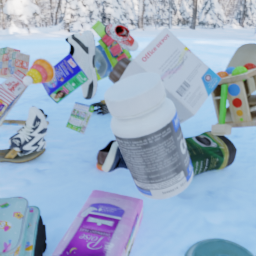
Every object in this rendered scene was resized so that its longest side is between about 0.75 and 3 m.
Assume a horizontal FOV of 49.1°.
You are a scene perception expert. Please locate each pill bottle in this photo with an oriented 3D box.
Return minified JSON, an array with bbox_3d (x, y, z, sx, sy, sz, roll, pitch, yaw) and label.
[{"bbox_3d":[0.468,0.188,6.103,1.433,2.519,1.433,-16,29,9],"label":"pill bottle"}]

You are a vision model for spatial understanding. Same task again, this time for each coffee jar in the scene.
[{"bbox_3d":[2.291,0.954,9.674,2.766,1.180,1.442,-11,33,-22],"label":"coffee jar"}]

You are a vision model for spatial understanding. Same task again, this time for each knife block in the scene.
[{"bbox_3d":[-1.199,-1.246,15.270,1.578,0.575,1.798,4,26,5],"label":"knife block"}]

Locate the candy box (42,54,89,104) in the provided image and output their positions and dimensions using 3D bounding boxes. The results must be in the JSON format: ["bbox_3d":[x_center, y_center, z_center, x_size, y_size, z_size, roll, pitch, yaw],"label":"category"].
[{"bbox_3d":[-2.430,-1.862,10.531,1.528,0.588,1.292,-38,53,3],"label":"candy box"}]

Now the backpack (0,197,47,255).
[{"bbox_3d":[-2.958,2.510,5.837,2.149,1.647,1.889,-9,31,-6],"label":"backpack"}]

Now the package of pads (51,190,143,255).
[{"bbox_3d":[-0.617,2.521,6.588,1.473,0.925,2.445,4,25,16],"label":"package of pads"}]

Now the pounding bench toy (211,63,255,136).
[{"bbox_3d":[3.300,-0.939,8.795,2.326,1.815,1.445,-25,13,-39],"label":"pounding bench toy"}]

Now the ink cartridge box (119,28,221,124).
[{"bbox_3d":[1.077,-1.290,7.762,1.516,2.067,1.509,-49,3,-24],"label":"ink cartridge box"}]

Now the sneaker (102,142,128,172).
[{"bbox_3d":[-0.071,0.805,7.275,0.828,0.735,1.961,27,11,6],"label":"sneaker"}]

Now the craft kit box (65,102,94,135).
[{"bbox_3d":[-1.444,-0.304,8.321,0.210,0.853,0.864,28,-7,-42],"label":"craft kit box"}]

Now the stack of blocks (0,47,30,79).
[{"bbox_3d":[-4.511,-2.506,10.772,1.897,1.092,0.556,7,1,43],"label":"stack of blocks"}]

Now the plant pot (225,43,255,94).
[{"bbox_3d":[6.863,-3.051,16.799,2.802,2.802,2.992,24,61,42],"label":"plant pot"}]

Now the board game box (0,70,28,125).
[{"bbox_3d":[-4.044,-0.416,8.469,0.570,2.464,1.866,38,25,-17],"label":"board game box"}]

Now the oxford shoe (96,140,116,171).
[{"bbox_3d":[-0.262,0.804,10.474,0.807,0.823,2.268,18,30,34],"label":"oxford shoe"}]

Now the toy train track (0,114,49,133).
[{"bbox_3d":[-4.944,-0.083,12.978,2.948,0.480,1.691,3,31,20],"label":"toy train track"}]

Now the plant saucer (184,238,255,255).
[{"bbox_3d":[2.133,3.095,6.150,1.858,0.255,1.858,0,25,0],"label":"plant saucer"}]

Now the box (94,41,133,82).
[{"bbox_3d":[-1.119,-3.225,13.321,2.520,1.536,0.600,-26,15,4],"label":"box"}]

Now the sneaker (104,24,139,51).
[{"bbox_3d":[-0.074,-3.103,9.746,1.498,0.500,0.803,25,2,-34],"label":"sneaker"}]

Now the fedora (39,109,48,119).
[{"bbox_3d":[-4.627,-0.721,14.276,1.002,0.458,1.002,0,24,0],"label":"fedora"}]

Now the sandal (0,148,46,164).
[{"bbox_3d":[-4.298,0.882,10.561,2.265,0.612,0.910,-2,25,-3],"label":"sandal"}]

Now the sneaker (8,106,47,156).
[{"bbox_3d":[-2.844,0.183,7.782,0.623,1.560,1.015,40,48,20],"label":"sneaker"}]

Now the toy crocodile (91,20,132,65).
[{"bbox_3d":[-0.589,-3.521,12.348,0.898,2.660,0.821,-36,17,7],"label":"toy crocodile"}]

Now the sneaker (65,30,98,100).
[{"bbox_3d":[-1.996,-2.551,11.770,1.166,2.915,1.075,-16,28,-26],"label":"sneaker"}]

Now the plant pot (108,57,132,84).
[{"bbox_3d":[0.103,-1.960,11.412,1.508,1.523,1.523,40,34,6],"label":"plant pot"}]

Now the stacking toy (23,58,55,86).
[{"bbox_3d":[-2.602,-1.476,7.876,0.747,0.747,1.023,7,31,14],"label":"stacking toy"}]
